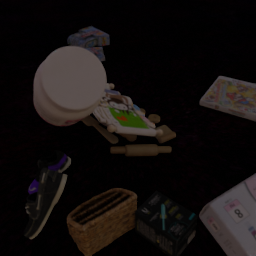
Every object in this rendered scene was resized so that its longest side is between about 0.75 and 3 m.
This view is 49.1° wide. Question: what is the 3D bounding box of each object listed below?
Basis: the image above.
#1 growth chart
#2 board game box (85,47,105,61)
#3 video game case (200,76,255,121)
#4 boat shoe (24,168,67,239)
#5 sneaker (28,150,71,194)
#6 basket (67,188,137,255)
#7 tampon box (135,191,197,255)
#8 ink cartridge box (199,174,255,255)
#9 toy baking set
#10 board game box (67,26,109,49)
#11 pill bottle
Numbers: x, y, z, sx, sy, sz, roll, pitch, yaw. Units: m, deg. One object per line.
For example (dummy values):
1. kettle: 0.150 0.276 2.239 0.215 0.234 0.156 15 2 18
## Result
1. growth chart: -0.362 -0.570 7.294 1.839 0.225 2.541 -2 38 -42
2. board game box: -1.404 -3.056 11.606 1.022 0.316 1.023 -20 41 -23
3. video game case: 3.495 -1.004 8.922 1.824 0.229 2.004 20 41 25
4. boat shoe: -1.520 1.297 4.797 0.471 1.394 0.501 23 19 -19
5. sneaker: -1.680 0.852 5.612 1.042 0.518 0.362 -48 45 -14
6. basket: -0.496 1.503 5.021 1.177 0.877 0.840 -25 43 -27
7. tampon box: 0.660 1.704 4.978 0.895 0.565 0.671 25 43 35
8. ink cartridge box: 2.559 1.816 4.356 1.874 0.658 2.306 -21 55 -26
9. toy baking set: 0.015 0.099 7.284 2.372 0.276 1.820 -3 37 -16
10. board game box: -1.702 -4.121 12.889 1.575 0.486 1.576 26 44 31
11. pill bottle: -1.091 -0.656 4.992 1.139 1.139 2.010 -15 1 -19
